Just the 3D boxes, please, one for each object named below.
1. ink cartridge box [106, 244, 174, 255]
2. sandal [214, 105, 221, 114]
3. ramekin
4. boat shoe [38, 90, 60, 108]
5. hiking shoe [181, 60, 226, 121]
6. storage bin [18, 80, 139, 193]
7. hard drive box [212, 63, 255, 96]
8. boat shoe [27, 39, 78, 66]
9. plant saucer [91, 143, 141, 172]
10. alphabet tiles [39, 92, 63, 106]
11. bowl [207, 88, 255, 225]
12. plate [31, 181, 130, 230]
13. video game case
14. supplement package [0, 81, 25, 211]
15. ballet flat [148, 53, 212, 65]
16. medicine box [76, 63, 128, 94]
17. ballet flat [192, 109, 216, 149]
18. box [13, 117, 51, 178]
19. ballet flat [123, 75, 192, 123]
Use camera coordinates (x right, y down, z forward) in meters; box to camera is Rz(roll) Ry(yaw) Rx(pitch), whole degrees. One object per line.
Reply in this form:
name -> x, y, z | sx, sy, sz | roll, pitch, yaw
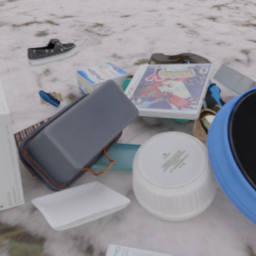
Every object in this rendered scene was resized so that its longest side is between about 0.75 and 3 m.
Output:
ink cartridge box -> 0.222, 2.451, 4.119 | 1.384, 0.300, 1.359 | 7, 28, 9
sandal -> 2.810, -0.296, 7.635 | 0.347, 0.387, 1.054 | -39, 82, -19
ramekin -> 0.882, 0.852, 5.609 | 1.768, 0.823, 1.768 | -8, 45, 8
boat shoe -> -2.437, -0.927, 8.678 | 0.318, 0.755, 0.259 | -16, 43, 38
hiking shoe -> 2.283, -1.171, 8.844 | 1.136, 0.975, 2.620 | 3, 49, -12
storage bin -> -0.838, 0.163, 5.735 | 1.668, 1.539, 2.292 | 50, 60, -5
hard drive box -> 3.540, -1.246, 8.518 | 1.226, 0.604, 1.573 | 20, 22, -26
boat shoe -> -3.252, -3.422, 12.108 | 2.451, 0.812, 0.857 | -27, 43, -33
plant saucer -> -0.384, 0.692, 6.759 | 2.409, 0.229, 0.842 | 4, 39, 5
alphabet tiles -> -2.560, -0.980, 9.329 | 0.715, 0.027, 0.859 | -12, 37, -17
bowl -> 2.882, 0.456, 4.985 | 2.875, 0.564, 2.875 | 4, 60, -8
plate -> -0.903, 1.438, 5.218 | 1.445, 0.234, 1.448 | -10, 10, -31
video game case -> 1.014, -1.086, 7.757 | 2.255, 0.259, 2.055 | 6, 49, 27
supplement package -> -2.901, 0.334, 5.464 | 1.218, 2.197, 1.711 | -12, 37, -24
ballet flat -> 1.994, -2.375, 10.640 | 2.910, 0.675, 0.980 | -8, 43, -31
medicine box -> -0.874, -1.592, 9.604 | 1.377, 0.709, 1.254 | -22, 40, -28
ballet flat -> 2.385, 0.447, 6.490 | 0.961, 0.950, 2.824 | -19, 39, -17
box -> -1.561, 0.208, 6.608 | 2.008, 0.752, 1.006 | -26, 39, -14
ballet flat -> 1.063, -1.050, 8.656 | 0.953, 0.947, 2.786 | -19, 42, -42
